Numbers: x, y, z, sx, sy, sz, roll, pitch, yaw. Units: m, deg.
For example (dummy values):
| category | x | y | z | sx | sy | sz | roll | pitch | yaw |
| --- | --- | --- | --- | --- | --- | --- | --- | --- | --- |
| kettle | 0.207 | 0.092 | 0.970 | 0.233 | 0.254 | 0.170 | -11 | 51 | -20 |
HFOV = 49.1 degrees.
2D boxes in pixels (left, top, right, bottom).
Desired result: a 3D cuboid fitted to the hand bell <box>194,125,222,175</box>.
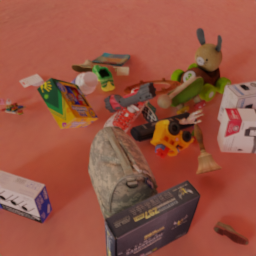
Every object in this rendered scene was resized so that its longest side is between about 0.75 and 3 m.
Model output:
| category | x | y | z | sx | sy | sz | roll | pitch | yaw |
| --- | --- | --- | --- | --- | --- | --- | --- | --- | --- |
| hand bell | 2.415 | 0.648 | 9.104 | 0.824 | 0.824 | 1.582 | -9 | 76 | -11 |

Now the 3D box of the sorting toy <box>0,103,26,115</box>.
| category | x | y | z | sx | sy | sz | roll | pitch | yaw |
| --- | --- | --- | --- | --- | --- | --- | --- | --- | --- |
| sorting toy | -4.765 | -0.857 | 11.719 | 1.294 | 0.219 | 0.624 | 9 | 34 | 26 |

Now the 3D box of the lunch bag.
| category | x | y | z | sx | sy | sz | roll | pitch | yaw |
| --- | --- | --- | --- | --- | --- | --- | --- | --- | --- |
| lunch bag | -0.195 | 1.314 | 7.929 | 1.669 | 2.009 | 2.395 | -16 | 40 | -12 |

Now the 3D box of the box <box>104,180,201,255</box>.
| category | x | y | z | sx | sy | sz | roll | pitch | yaw |
| --- | --- | --- | --- | --- | --- | --- | --- | --- | --- |
| box | 0.569 | 2.419 | 6.846 | 2.307 | 1.819 | 0.589 | -19 | 45 | -23 |

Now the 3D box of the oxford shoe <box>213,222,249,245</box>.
| category | x | y | z | sx | sy | sz | roll | pitch | yaw |
| --- | --- | --- | --- | --- | --- | --- | --- | --- | --- |
| oxford shoe | 2.813 | 2.813 | 7.568 | 0.929 | 0.327 | 0.348 | 24 | 39 | 25 |

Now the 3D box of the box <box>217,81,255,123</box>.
| category | x | y | z | sx | sy | sz | roll | pitch | yaw |
| --- | --- | --- | --- | --- | --- | --- | --- | --- | --- |
| box | 5.200 | -0.976 | 11.150 | 2.896 | 1.689 | 0.871 | -10 | 40 | -13 |

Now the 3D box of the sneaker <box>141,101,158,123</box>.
| category | x | y | z | sx | sy | sz | roll | pitch | yaw |
| --- | --- | --- | --- | --- | --- | --- | --- | --- | --- |
| sneaker | 0.917 | -0.745 | 11.773 | 0.622 | 0.605 | 1.562 | -4 | 39 | -20 |

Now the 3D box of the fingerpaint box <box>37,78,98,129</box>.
| category | x | y | z | sx | sy | sz | roll | pitch | yaw |
| --- | --- | --- | --- | --- | --- | --- | --- | --- | --- |
| fingerpaint box | -2.146 | -0.864 | 10.352 | 0.740 | 2.016 | 1.682 | -34 | 82 | 14 |

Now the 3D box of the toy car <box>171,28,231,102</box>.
| category | x | y | z | sx | sy | sz | roll | pitch | yaw |
| --- | --- | --- | --- | --- | --- | --- | --- | --- | --- |
| toy car | 3.480 | -3.026 | 12.828 | 2.156 | 2.733 | 2.245 | -25 | 45 | -28 |

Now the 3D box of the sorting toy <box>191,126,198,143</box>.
| category | x | y | z | sx | sy | sz | roll | pitch | yaw |
| --- | --- | --- | --- | --- | --- | --- | --- | --- | --- |
| sorting toy | 2.623 | 0.278 | 10.736 | 0.310 | 0.312 | 0.899 | 24 | 48 | -9 |

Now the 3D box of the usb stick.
| category | x | y | z | sx | sy | sz | roll | pitch | yaw |
| --- | --- | --- | --- | --- | --- | --- | --- | --- | --- |
| usb stick | 1.412 | -0.067 | 10.880 | 2.777 | 0.453 | 0.770 | -15 | 42 | -24 |

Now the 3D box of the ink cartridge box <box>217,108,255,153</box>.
| category | x | y | z | sx | sy | sz | roll | pitch | yaw |
| --- | --- | --- | --- | --- | --- | --- | --- | --- | --- |
| ink cartridge box | 4.354 | 0.121 | 9.964 | 1.976 | 1.435 | 0.824 | 2 | 35 | 3 |

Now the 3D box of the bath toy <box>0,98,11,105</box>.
| category | x | y | z | sx | sy | sz | roll | pitch | yaw |
| --- | --- | --- | --- | --- | --- | --- | --- | --- | --- |
| bath toy | -5.464 | -1.144 | 12.042 | 0.832 | 0.308 | 0.362 | -5 | 12 | -33 |

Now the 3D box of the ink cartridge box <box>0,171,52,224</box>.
| category | x | y | z | sx | sy | sz | roll | pitch | yaw |
| --- | --- | --- | --- | --- | --- | --- | --- | --- | --- |
| ink cartridge box | -3.484 | 1.852 | 8.066 | 2.502 | 1.176 | 0.553 | 14 | 41 | 15 |

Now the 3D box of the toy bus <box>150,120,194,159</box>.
| category | x | y | z | sx | sy | sz | roll | pitch | yaw |
| --- | --- | --- | --- | --- | --- | --- | --- | --- | --- |
| toy bus | 1.480 | 0.553 | 9.859 | 1.341 | 0.910 | 1.287 | 31 | 68 | -17 |

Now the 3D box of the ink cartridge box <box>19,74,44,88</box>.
| category | x | y | z | sx | sy | sz | roll | pitch | yaw |
| --- | --- | --- | --- | --- | --- | --- | --- | --- | --- |
| ink cartridge box | -4.796 | -2.265 | 13.936 | 0.992 | 0.249 | 0.804 | -30 | 48 | -22 |

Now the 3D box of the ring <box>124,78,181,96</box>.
| category | x | y | z | sx | sy | sz | roll | pitch | yaw |
| --- | --- | --- | --- | --- | --- | --- | --- | --- | --- |
| ring | 1.083 | -1.908 | 12.792 | 2.617 | 0.251 | 2.617 | -8 | 21 | 3 |

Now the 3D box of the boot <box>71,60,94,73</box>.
| category | x | y | z | sx | sy | sz | roll | pitch | yaw |
| --- | --- | --- | --- | --- | --- | --- | --- | --- | --- |
| boot | -2.408 | -3.348 | 15.081 | 1.148 | 0.414 | 0.888 | 6 | 40 | -1 |

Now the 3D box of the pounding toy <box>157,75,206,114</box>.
| category | x | y | z | sx | sy | sz | roll | pitch | yaw |
| --- | --- | --- | --- | --- | --- | --- | --- | --- | --- |
| pounding toy | 2.411 | -1.153 | 11.626 | 1.935 | 1.163 | 2.507 | -30 | -5 | 22 |

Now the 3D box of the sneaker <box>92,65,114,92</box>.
| category | x | y | z | sx | sy | sz | roll | pitch | yaw |
| --- | --- | --- | --- | --- | --- | --- | --- | --- | --- |
| sneaker | -1.184 | -2.656 | 13.792 | 0.838 | 0.945 | 2.262 | -15 | 40 | -17 |

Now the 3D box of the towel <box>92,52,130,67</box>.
| category | x | y | z | sx | sy | sz | roll | pitch | yaw |
| --- | --- | --- | --- | --- | --- | --- | --- | --- | --- |
| towel | -0.871 | -3.762 | 15.300 | 1.683 | 0.249 | 2.295 | 7 | 26 | 9 |

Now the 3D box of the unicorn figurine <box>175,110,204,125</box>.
| category | x | y | z | sx | sy | sz | roll | pitch | yaw |
| --- | --- | --- | --- | --- | --- | --- | --- | --- | --- |
| unicorn figurine | 2.429 | -0.363 | 10.700 | 0.779 | 0.419 | 1.134 | -14 | 4 | 37 |

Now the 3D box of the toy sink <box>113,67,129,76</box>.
| category | x | y | z | sx | sy | sz | roll | pitch | yaw |
| --- | --- | --- | --- | --- | --- | --- | --- | --- | --- |
| toy sink | -0.372 | -2.893 | 14.348 | 0.794 | 0.445 | 0.518 | 2 | 12 | -4 |

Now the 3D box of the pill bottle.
| category | x | y | z | sx | sy | sz | roll | pitch | yaw |
| --- | --- | --- | --- | --- | --- | --- | --- | --- | --- |
| pill bottle | -1.925 | -1.840 | 12.111 | 0.910 | 0.910 | 1.520 | -31 | 6 | -32 |

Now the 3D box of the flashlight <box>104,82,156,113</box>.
| category | x | y | z | sx | sy | sz | roll | pitch | yaw |
| --- | --- | --- | --- | --- | --- | --- | --- | --- | --- |
| flashlight | 0.059 | -1.119 | 10.150 | 2.033 | 0.688 | 0.691 | -19 | 12 | 35 |

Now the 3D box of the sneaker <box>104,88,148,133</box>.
| category | x | y | z | sx | sy | sz | roll | pitch | yaw |
| --- | --- | --- | --- | --- | --- | --- | --- | --- | --- |
| sneaker | -0.077 | -0.553 | 10.699 | 0.870 | 1.396 | 2.605 | 36 | 47 | 4 |
